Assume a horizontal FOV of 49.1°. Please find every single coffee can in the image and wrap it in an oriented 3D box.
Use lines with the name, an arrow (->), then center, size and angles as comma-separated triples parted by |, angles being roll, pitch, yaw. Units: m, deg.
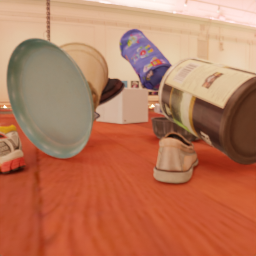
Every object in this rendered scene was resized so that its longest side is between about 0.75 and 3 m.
coffee can -> 1.869, -0.482, 5.754 | 1.642, 1.642, 2.243 | -3, 22, -23

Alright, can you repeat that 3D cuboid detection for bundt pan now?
bundt pan -> 1.638, 0.030, 9.044 | 1.848, 0.694, 1.848 | 0, 6, 0

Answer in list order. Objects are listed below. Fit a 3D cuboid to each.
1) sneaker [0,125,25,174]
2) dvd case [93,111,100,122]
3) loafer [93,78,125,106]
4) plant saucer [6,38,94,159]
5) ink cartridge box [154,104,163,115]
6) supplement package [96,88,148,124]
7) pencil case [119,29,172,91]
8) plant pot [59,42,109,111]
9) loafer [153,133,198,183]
sneaker -> -3.018, 0.295, 5.548 | 2.317, 0.952, 0.902 | 2, 6, 19
dvd case -> -1.654, -0.195, 8.278 | 0.991, 0.122, 1.389 | 33, 60, 31
loafer -> -1.402, -1.231, 9.677 | 2.827, 0.890, 1.016 | -13, 37, 40
plant saucer -> -1.632, -0.583, 5.879 | 2.529, 2.529, 0.347 | 4, 22, 34
ink cartridge box -> 3.162, -1.096, 16.381 | 2.811, 0.609, 2.760 | -2, 7, -7
supplement package -> -0.363, -1.205, 14.961 | 1.772, 1.785, 2.352 | -5, 8, -39
pencil case -> 0.453, -1.938, 8.004 | 1.000, 0.899, 2.304 | -32, 48, 4
plant pot -> -1.354, -1.101, 7.283 | 1.764, 1.764, 1.615 | -1, 36, -6
loafer -> 0.948, 0.414, 5.444 | 0.836, 0.731, 2.327 | 1, 7, 12
